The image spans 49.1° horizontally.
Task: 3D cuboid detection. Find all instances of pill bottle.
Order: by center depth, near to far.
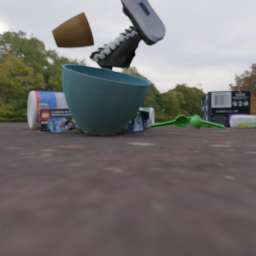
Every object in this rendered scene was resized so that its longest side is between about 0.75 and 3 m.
[{"bbox_3d":[-2.019,-0.537,8.827,2.063,1.158,1.158,0,1,-28],"label":"pill bottle"},{"bbox_3d":[0.414,-0.499,13.190,1.548,0.875,0.875,0,1,13],"label":"pill bottle"}]

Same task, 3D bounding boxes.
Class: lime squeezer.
[{"bbox_3d":[1.916,-0.181,8.991,2.467,0.465,0.871,2,2,32],"label":"lime squeezer"}]

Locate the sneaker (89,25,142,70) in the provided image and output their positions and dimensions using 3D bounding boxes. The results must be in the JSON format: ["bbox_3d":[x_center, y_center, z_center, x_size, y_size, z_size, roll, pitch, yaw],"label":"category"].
[{"bbox_3d":[-0.059,-2.552,9.175,2.417,1.094,0.803,-25,29,26],"label":"sneaker"}]

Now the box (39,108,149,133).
[{"bbox_3d":[-0.618,-0.183,6.976,1.916,0.529,2.805,0,1,12],"label":"box"}]

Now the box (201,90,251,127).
[{"bbox_3d":[4.215,-0.788,12.403,1.699,1.474,2.779,0,1,9],"label":"box"}]

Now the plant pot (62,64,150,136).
[{"bbox_3d":[-0.447,-0.452,4.884,1.491,1.004,1.491,11,17,-3],"label":"plant pot"}]

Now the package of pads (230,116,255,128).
[{"bbox_3d":[4.344,-0.223,10.201,1.035,0.457,1.340,1,2,30],"label":"package of pads"}]

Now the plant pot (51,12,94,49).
[{"bbox_3d":[-2.065,-3.418,10.230,1.331,1.240,1.240,-20,4,-8],"label":"plant pot"}]

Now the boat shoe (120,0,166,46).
[{"bbox_3d":[0.165,-2.637,6.201,0.640,1.832,0.607,-37,5,-25],"label":"boat shoe"}]

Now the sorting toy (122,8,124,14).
[{"bbox_3d":[-0.019,-3.585,6.777,0.589,1.698,0.585,-2,13,-13],"label":"sorting toy"}]
